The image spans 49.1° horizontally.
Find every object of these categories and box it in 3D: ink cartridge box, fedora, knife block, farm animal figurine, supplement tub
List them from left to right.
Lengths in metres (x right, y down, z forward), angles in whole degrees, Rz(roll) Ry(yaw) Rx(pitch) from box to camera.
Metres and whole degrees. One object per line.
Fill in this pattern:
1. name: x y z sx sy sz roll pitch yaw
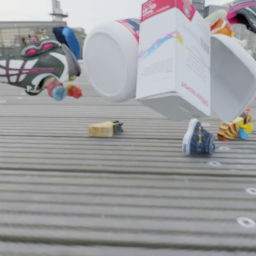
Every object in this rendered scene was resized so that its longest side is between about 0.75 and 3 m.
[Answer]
1. farm animal figurine: -2.810 -2.798 8.773 1.031 0.537 1.019 -10 1 22
2. fedora: -1.926 -1.967 8.630 0.494 1.095 0.968 -35 -1 -21
3. knife block: -0.861 0.000 11.294 1.296 0.415 1.138 2 16 9
4. supplement tub: 0.420 -2.051 7.921 2.071 2.071 2.952 16 32 42
5. ink cartridge box: 0.961 -1.353 5.611 0.903 2.108 1.556 -6 -18 38

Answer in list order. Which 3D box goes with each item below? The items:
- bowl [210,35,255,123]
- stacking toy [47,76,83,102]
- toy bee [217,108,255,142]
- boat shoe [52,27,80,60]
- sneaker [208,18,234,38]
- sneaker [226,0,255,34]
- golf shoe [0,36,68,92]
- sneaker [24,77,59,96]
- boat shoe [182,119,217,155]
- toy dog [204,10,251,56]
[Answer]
1. bowl: 2.677 -1.345 7.497 0.730 1.952 1.955 -22 62 -21
2. stacking toy: -1.988 -1.411 9.232 0.515 1.104 1.219 31 29 30
3. toy bee: 4.259 -0.209 10.788 1.362 1.131 2.080 12 21 38
4. boat shoe: -2.168 -2.996 9.941 0.664 0.814 1.934 17 -21 6
5. sneaker: 2.290 -2.626 8.569 0.763 0.722 1.979 39 -16 -24
6. sneaker: 2.814 -1.966 5.290 1.979 0.739 0.798 41 4 33
7. golf shoe: -2.888 -1.407 7.312 2.708 1.193 1.045 -16 11 11
8. sneaker: -3.223 -1.632 9.633 1.892 0.701 0.837 -14 -22 42
9. boat shoe: 2.544 0.349 9.674 1.003 0.781 2.209 6 25 19
10. toy dog: 3.526 -2.807 11.294 2.717 2.802 1.955 -22 -23 14
